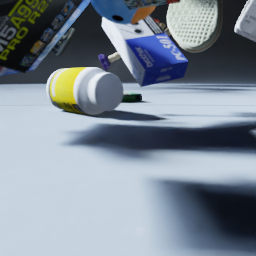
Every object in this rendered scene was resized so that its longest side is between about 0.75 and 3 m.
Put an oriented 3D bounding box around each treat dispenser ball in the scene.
[{"bbox_3d":[-0.075,-3.146,6.155,1.658,1.658,1.658,0,11,0],"label":"treat dispenser ball"}]

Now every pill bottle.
[{"bbox_3d":[-1.607,-1.366,10.293,1.661,1.661,2.955,-10,14,-42],"label":"pill bottle"}]

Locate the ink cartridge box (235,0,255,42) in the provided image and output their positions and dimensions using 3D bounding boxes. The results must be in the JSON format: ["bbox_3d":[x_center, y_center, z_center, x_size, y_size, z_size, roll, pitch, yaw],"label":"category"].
[{"bbox_3d":[4.049,-2.732,7.453,2.065,1.192,2.827,28,23,10],"label":"ink cartridge box"}]

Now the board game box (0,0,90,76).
[{"bbox_3d":[-2.236,-2.530,6.949,0.605,2.778,2.791,42,14,-8],"label":"board game box"}]

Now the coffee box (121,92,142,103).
[{"bbox_3d":[-0.245,-1.716,15.319,1.293,0.462,2.103,-4,11,-19],"label":"coffee box"}]

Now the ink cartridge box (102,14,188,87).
[{"bbox_3d":[0.401,-2.579,8.426,1.409,0.663,2.997,-15,57,-20],"label":"ink cartridge box"}]

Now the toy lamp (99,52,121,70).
[{"bbox_3d":[0.117,-2.860,10.178,2.347,0.683,0.683,-22,8,8],"label":"toy lamp"}]

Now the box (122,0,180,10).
[{"bbox_3d":[0.168,-1.685,3.149,0.693,0.202,1.013,0,-3,20],"label":"box"}]

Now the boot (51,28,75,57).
[{"bbox_3d":[-2.201,-2.847,8.753,0.748,0.991,0.358,34,10,-8],"label":"boot"}]

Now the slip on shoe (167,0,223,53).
[{"bbox_3d":[1.134,-2.081,4.803,0.900,0.744,2.431,-26,44,25],"label":"slip on shoe"}]

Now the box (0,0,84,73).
[{"bbox_3d":[-1.094,-1.726,3.198,0.495,2.236,1.792,42,7,2],"label":"box"}]

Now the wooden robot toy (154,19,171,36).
[{"bbox_3d":[1.084,-3.862,11.030,1.274,0.561,0.578,1,-25,-37],"label":"wooden robot toy"}]
